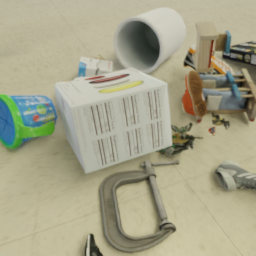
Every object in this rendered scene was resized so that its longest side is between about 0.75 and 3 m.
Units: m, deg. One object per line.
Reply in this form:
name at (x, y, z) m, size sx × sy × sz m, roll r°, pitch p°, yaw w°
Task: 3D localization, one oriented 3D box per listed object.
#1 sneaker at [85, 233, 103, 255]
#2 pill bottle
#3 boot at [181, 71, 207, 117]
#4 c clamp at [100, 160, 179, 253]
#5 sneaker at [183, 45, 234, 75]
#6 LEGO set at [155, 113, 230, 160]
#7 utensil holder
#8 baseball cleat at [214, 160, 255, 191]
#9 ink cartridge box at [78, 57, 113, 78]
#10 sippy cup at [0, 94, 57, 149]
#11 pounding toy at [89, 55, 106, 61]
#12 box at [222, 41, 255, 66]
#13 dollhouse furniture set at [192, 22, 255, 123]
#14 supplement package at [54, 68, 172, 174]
sneaker at (-0.695, 2.957, 6.243) m, size 0.522 × 0.451 × 1.192 m, roll 2°, pitch 46°, yaw -12°
pill bottle at (-1.531, -1.285, 10.666) m, size 2.281 × 1.304 × 1.304 m, roll -5°, pitch 39°, yaw -5°
boot at (2.008, -1.109, 9.165) m, size 0.578 × 1.541 × 0.826 m, roll -24°, pitch 21°, yaw -27°
c clamp at (0.462, 1.897, 7.499) m, size 2.453 × 0.389 × 2.872 m, roll -2°, pitch 39°, yaw -3°
sneaker at (3.605, -2.573, 12.349) m, size 2.608 × 1.007 × 1.021 m, roll 35°, pitch 37°, yaw 0°
LEGO set at (1.986, 0.370, 8.963) m, size 2.542 × 0.720 × 1.651 m, roll -13°, pitch 26°, yaw 11°
utensil holder at (1.142, -4.231, 13.305) m, size 2.515 × 2.515 × 2.960 m, roll 21°, pitch 39°, yaw 24°
baseball cleat at (3.295, 1.575, 7.816) m, size 0.969 × 0.635 × 1.822 m, roll -36°, pitch 41°, yaw -29°
ink cartridge box at (-1.441, -2.574, 12.432) m, size 1.448 × 0.606 × 1.050 m, roll 6°, pitch 37°, yaw -6°
sippy cup at (-3.370, -0.360, 9.319) m, size 1.664 × 1.783 × 2.271 m, roll -19°, pitch 69°, yaw -44°
pounding toy at (-1.343, -3.059, 13.113) m, size 1.045 × 0.918 × 0.478 m, roll 1°, pitch 32°, yaw 2°
box at (6.282, -3.664, 13.713) m, size 2.078 × 0.633 × 2.579 m, roll -16°, pitch 28°, yaw -20°
dollhouse furniture set at (3.476, -1.946, 9.989) m, size 2.112 × 2.997 × 2.100 m, roll -2°, pitch 41°, yaw 5°
supplement package at (-0.517, -0.420, 8.595) m, size 2.734 × 2.010 × 2.614 m, roll -16°, pitch 26°, yaw -18°
